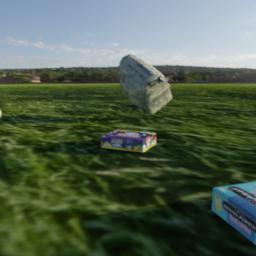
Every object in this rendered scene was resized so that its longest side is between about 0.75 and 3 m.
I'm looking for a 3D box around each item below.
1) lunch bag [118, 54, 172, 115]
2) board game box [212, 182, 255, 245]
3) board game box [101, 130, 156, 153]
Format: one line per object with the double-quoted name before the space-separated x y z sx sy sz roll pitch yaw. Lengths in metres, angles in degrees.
"lunch bag" 0.594 -1.803 11.117 1.480 1.781 2.124 -39 52 -5
"board game box" 1.947 0.980 3.345 1.456 0.342 1.099 -3 11 -17
"board game box" 0.022 0.301 6.941 1.113 0.316 0.920 5 11 23
